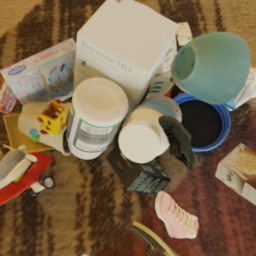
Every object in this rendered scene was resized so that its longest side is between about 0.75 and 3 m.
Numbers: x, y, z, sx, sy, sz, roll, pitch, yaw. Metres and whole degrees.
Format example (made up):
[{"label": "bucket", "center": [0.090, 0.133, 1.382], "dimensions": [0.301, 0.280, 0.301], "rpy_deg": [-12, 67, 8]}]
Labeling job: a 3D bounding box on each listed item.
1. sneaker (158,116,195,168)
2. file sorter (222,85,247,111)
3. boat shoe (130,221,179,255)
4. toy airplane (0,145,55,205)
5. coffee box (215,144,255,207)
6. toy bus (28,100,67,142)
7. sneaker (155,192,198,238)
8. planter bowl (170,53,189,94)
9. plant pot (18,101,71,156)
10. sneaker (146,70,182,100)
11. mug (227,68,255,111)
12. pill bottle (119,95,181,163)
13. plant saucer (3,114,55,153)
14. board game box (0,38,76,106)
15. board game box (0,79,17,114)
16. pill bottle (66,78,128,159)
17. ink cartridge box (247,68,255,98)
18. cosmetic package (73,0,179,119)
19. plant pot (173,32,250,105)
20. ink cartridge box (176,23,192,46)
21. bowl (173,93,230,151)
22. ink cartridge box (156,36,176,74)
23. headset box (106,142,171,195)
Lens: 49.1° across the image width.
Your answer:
[{"label": "sneaker", "center": [1.332, 0.401, 7.624], "dimensions": [0.498, 1.658, 0.865], "rpy_deg": [-12, 54, 40]}, {"label": "file sorter", "center": [2.973, -1.269, 8.855], "dimensions": [1.254, 0.870, 0.769], "rpy_deg": [30, 116, 7]}, {"label": "boat shoe", "center": [0.946, 3.912, 8.553], "dimensions": [2.440, 0.872, 0.802], "rpy_deg": [40, 69, 9]}, {"label": "toy airplane", "center": [-3.913, 1.572, 8.291], "dimensions": [2.981, 2.969, 2.104], "rpy_deg": [-29, 91, -4]}, {"label": "coffee box", "center": [3.338, 1.360, 7.285], "dimensions": [1.017, 0.709, 1.778], "rpy_deg": [-34, 54, -22]}, {"label": "toy bus", "center": [-2.041, -0.126, 7.752], "dimensions": [0.653, 1.263, 1.192], "rpy_deg": [25, 101, 7]}, {"label": "sneaker", "center": [1.498, 2.569, 8.177], "dimensions": [0.984, 1.883, 0.709], "rpy_deg": [-4, 36, 32]}, {"label": "planter bowl", "center": [2.197, -2.036, 9.684], "dimensions": [1.798, 1.210, 1.798], "rpy_deg": [-4, 102, -21]}, {"label": "plant pot", "center": [-2.654, -0.160, 9.526], "dimensions": [1.694, 1.850, 1.850], "rpy_deg": [13, 70, 8]}, {"label": "sneaker", "center": [1.132, -1.353, 10.707], "dimensions": [2.297, 0.809, 1.074], "rpy_deg": [-46, 51, -8]}, {"label": "mug", "center": [3.868, -1.562, 10.040], "dimensions": [1.110, 1.503, 1.318], "rpy_deg": [-20, 72, -45]}, {"label": "pill bottle", "center": [0.704, -0.018, 8.673], "dimensions": [1.499, 2.756, 1.499], "rpy_deg": [7, 111, 18]}, {"label": "plant saucer", "center": [-3.435, 0.230, 9.927], "dimensions": [1.599, 0.387, 1.599], "rpy_deg": [-9, 64, -34]}, {"label": "board game box", "center": [-2.728, -1.641, 9.713], "dimensions": [2.459, 2.465, 0.507], "rpy_deg": [-29, 70, -14]}, {"label": "board game box", "center": [-4.680, -1.390, 10.938], "dimensions": [0.852, 0.161, 1.655], "rpy_deg": [16, 70, 7]}, {"label": "pill bottle", "center": [-1.115, -0.136, 8.834], "dimensions": [1.588, 2.808, 1.588], "rpy_deg": [8, 60, -15]}, {"label": "ink cartridge box", "center": [4.706, -1.911, 10.936], "dimensions": [0.789, 0.453, 1.346], "rpy_deg": [13, 69, 12]}, {"label": "cosmetic package", "center": [-0.187, -2.208, 9.016], "dimensions": [2.295, 2.743, 2.281], "rpy_deg": [29, 61, 3]}, {"label": "plant pot", "center": [2.200, -1.795, 8.210], "dimensions": [1.441, 2.139, 2.139], "rpy_deg": [1, 67, -28]}, {"label": "ink cartridge box", "center": [2.340, -3.969, 11.830], "dimensions": [0.532, 0.306, 0.909], "rpy_deg": [-9, 70, -3]}, {"label": "bowl", "center": [2.520, -0.222, 10.295], "dimensions": [2.311, 0.454, 2.311], "rpy_deg": [-1, 70, 3]}, {"label": "ink cartridge box", "center": [1.281, -2.940, 10.535], "dimensions": [0.638, 1.541, 1.129], "rpy_deg": [11, 34, 39]}, {"label": "headset box", "center": [0.295, 1.272, 8.803], "dimensions": [0.776, 1.674, 1.457], "rpy_deg": [-51, 50, 14]}]
